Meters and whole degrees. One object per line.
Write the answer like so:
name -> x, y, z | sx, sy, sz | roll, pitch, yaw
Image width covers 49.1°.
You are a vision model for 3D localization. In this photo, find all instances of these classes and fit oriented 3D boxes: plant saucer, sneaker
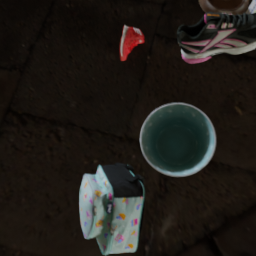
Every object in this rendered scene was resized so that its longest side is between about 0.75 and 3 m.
plant saucer -> 3.864, -5.222, 11.215 | 2.009, 0.322, 2.009 | 0, 73, 1
sneaker -> 2.279, -2.357, 6.786 | 2.409, 1.040, 0.968 | -15, 47, 29
sneaker -> 0.157, -3.150, 10.440 | 0.851, 0.577, 1.473 | 6, 74, 3

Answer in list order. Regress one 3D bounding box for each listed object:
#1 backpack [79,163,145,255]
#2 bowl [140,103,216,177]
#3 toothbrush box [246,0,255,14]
backpack -> -0.325, 1.592, 5.363 | 1.178, 1.351, 1.537 | -7, 104, -18
bowl -> 1.330, 0.404, 7.721 | 1.954, 1.022, 1.954 | -2, 75, 7
toothbrush box -> 5.301, -4.151, 10.400 | 0.718, 1.215, 1.669 | -21, 75, -6
